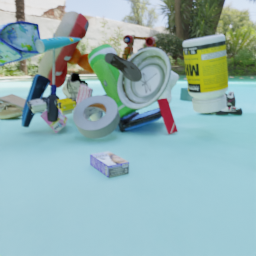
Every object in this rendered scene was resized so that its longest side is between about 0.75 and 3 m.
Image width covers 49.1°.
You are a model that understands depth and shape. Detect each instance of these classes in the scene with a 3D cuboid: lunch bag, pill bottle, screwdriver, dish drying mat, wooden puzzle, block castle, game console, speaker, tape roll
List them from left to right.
[{"bbox_3d":[-3.244,-2.179,7.289,1.374,1.030,1.616,-8,9,24],"label":"lunch bag"},{"bbox_3d":[-4.952,-1.080,12.920,1.679,0.338,1.814,22,10,-2],"label":"wooden puzzle"},{"bbox_3d":[-2.105,-1.422,7.892,0.353,2.531,0.368,1,4,-15],"label":"screwdriver"},{"bbox_3d":[-0.888,-0.323,7.905,1.273,0.421,1.273,-5,53,7],"label":"tape roll"},{"bbox_3d":[-0.429,-1.521,9.142,1.017,2.299,1.017,-28,-6,-3],"label":"speaker"},{"bbox_3d":[0.177,-0.812,9.717,1.997,1.384,2.339,-18,7,19],"label":"game console"},{"bbox_3d":[0.350,-2.287,9.487,1.112,1.664,0.781,13,30,19],"label":"block castle"},{"bbox_3d":[1.216,-0.369,8.628,0.432,1.125,0.102,-14,-6,-34],"label":"dish drying mat"},{"bbox_3d":[2.208,-1.506,7.884,1.142,1.998,1.142,-10,16,3],"label":"pill bottle"}]

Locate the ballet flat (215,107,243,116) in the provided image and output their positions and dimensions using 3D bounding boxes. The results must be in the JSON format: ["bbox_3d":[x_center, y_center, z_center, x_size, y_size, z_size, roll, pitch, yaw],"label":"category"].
[{"bbox_3d":[4.342,-0.722,12.059,1.157,0.396,0.393,-1,13,-3],"label":"ballet flat"}]

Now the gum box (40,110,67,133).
[{"bbox_3d":[-2.394,-0.351,9.145,0.421,0.722,1.273,-40,15,1],"label":"gum box"}]

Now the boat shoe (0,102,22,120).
[{"bbox_3d":[-5.281,-0.823,11.637,2.408,0.758,0.878,9,15,37],"label":"boat shoe"}]

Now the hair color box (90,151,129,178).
[{"bbox_3d":[-0.384,0.705,5.527,0.456,0.270,0.834,-7,15,-31],"label":"hair color box"}]

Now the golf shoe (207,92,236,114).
[{"bbox_3d":[4.028,-1.140,12.767,2.191,0.965,0.846,-9,16,-31],"label":"golf shoe"}]

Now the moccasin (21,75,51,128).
[{"bbox_3d":[-2.832,-0.779,8.679,0.579,1.698,0.683,17,8,-32],"label":"moccasin"}]

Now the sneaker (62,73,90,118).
[{"bbox_3d":[-1.883,-1.332,10.982,0.857,0.993,2.266,-1,41,-46],"label":"sneaker"}]

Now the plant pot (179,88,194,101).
[{"bbox_3d":[3.984,-2.075,17.781,0.786,0.786,1.112,-8,20,-35],"label":"plant pot"}]

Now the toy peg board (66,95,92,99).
[{"bbox_3d":[-2.685,-1.567,15.343,1.462,0.715,1.456,-7,14,-33],"label":"toy peg board"}]

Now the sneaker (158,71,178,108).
[{"bbox_3d":[1.671,-1.806,13.254,0.858,1.940,0.730,23,-7,-38],"label":"sneaker"}]

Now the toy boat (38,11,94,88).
[{"bbox_3d":[-1.983,-2.568,10.149,1.869,2.859,1.866,27,42,-20],"label":"toy boat"}]

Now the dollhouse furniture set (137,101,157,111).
[{"bbox_3d":[0.524,-1.069,9.942,0.950,0.753,0.674,-20,5,13],"label":"dollhouse furniture set"}]

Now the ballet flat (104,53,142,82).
[{"bbox_3d":[-0.112,-1.777,8.151,1.430,0.482,0.331,36,23,26],"label":"ballet flat"}]

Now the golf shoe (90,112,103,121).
[{"bbox_3d":[-1.367,-0.600,9.866,0.697,0.561,1.434,12,31,-37],"label":"golf shoe"}]

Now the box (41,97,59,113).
[{"bbox_3d":[-3.583,-1.035,12.726,0.898,0.735,0.387,5,12,18],"label":"box"}]

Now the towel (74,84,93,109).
[{"bbox_3d":[-1.564,-0.963,9.416,0.193,0.942,1.288,16,8,-28],"label":"towel"}]

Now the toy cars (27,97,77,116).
[{"bbox_3d":[-2.063,-0.548,7.544,1.798,0.398,0.806,1,19,24],"label":"toy cars"}]

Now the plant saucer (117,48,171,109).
[{"bbox_3d":[0.511,-1.371,8.071,1.847,1.847,0.463,11,-6,42],"label":"plant saucer"}]

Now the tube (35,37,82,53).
[{"bbox_3d":[-1.925,-2.364,7.753,0.531,0.346,1.372,21,34,25],"label":"tube"}]
